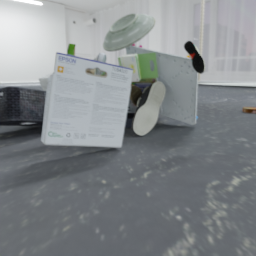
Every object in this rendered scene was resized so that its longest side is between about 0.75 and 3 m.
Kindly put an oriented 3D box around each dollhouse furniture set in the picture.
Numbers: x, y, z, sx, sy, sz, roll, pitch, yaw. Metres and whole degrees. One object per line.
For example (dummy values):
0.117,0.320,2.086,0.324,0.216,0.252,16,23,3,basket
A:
-1.018,-2.185,9.585,2.141,0.827,1.070,6,-12,-17,dollhouse furniture set

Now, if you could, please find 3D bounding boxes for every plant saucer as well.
-0.090,-3.903,11.002,2.316,0.581,2.316,-22,37,17,plant saucer

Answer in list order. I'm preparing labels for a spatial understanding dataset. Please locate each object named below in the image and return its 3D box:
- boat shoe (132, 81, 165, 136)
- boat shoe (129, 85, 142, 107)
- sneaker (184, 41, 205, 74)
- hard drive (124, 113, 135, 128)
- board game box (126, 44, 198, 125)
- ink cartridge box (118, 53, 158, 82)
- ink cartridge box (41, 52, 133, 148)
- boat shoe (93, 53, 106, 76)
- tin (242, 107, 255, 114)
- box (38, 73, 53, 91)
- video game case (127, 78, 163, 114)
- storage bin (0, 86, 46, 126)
0.643,-0.700,10.172,0.836,2.264,0.683,34,-25,-27,boat shoe
0.298,-1.133,10.743,0.541,1.504,0.511,-47,48,-9,boat shoe
2.067,-2.118,8.440,0.374,1.062,0.496,-30,-10,31,sneaker
0.078,-0.319,11.586,1.834,0.388,1.237,-4,15,-16,hard drive
1.385,-1.726,11.039,2.977,2.977,0.385,22,53,30,board game box
0.365,-2.204,10.270,1.353,0.985,0.324,2,32,21,ink cartridge box
-1.057,-0.642,7.538,2.259,2.301,0.498,6,6,-32,ink cartridge box
-1.223,-2.232,10.499,0.628,0.691,1.879,17,-19,-3,boat shoe
6.724,-0.918,14.745,1.329,0.278,0.744,5,18,24,tin
-2.514,-1.426,11.978,1.342,2.053,2.043,-31,25,-31,box
0.309,-1.385,11.474,2.068,1.882,0.228,4,45,21,video game case
-3.661,-0.685,10.083,1.645,1.141,2.434,-6,-4,31,storage bin
